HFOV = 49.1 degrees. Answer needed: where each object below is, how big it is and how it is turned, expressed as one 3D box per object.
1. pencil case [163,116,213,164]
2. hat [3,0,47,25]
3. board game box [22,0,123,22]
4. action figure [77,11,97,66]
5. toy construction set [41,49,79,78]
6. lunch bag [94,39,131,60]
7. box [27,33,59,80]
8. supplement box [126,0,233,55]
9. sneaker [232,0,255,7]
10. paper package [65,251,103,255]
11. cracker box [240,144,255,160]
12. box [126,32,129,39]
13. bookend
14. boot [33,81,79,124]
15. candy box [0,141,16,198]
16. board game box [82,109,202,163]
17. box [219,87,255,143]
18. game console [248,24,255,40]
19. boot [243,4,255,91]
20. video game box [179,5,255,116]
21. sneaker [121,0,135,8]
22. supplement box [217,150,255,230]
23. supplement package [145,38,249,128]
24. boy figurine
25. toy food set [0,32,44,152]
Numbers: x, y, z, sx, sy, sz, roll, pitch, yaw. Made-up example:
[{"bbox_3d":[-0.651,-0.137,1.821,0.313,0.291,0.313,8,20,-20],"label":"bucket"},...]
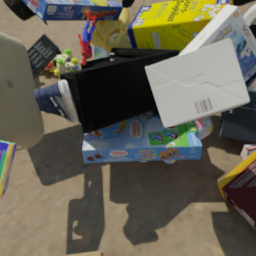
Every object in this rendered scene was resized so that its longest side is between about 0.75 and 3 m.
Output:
[{"bbox_3d":[1.682,0.243,8.503,2.018,0.839,0.915,-32,83,-29],"label":"pencil case"},{"bbox_3d":[-3.512,-4.114,8.922,0.882,2.188,2.188,-31,49,-4],"label":"hat"},{"bbox_3d":[-1.705,-3.727,7.835,1.896,0.483,2.801,46,40,18],"label":"board game box"},{"bbox_3d":[-1.069,-2.251,7.165,0.349,0.442,1.351,0,81,26],"label":"action figure"},{"bbox_3d":[-3.268,-2.545,11.318,2.687,1.238,1.762,5,43,-11],"label":"toy construction set"},{"bbox_3d":[-0.209,-2.529,10.817,2.200,1.769,0.907,5,26,7],"label":"lunch bag"},{"bbox_3d":[-2.855,-1.411,7.585,2.321,0.505,1.859,-48,18,-4],"label":"box"},{"bbox_3d":[1.510,-2.622,7.842,2.604,1.426,1.417,2,47,24],"label":"supplement box"},{"bbox_3d":[3.355,-3.939,8.253,0.977,0.409,0.590,-14,49,-3],"label":"sneaker"},{"bbox_3d":[-1.121,3.003,5.179,1.475,1.406,0.763,-5,43,-5],"label":"paper package"},{"bbox_3d":[4.077,1.146,7.819,1.115,0.480,1.665,-8,45,-6],"label":"cracker box"},{"bbox_3d":[-0.194,-3.376,12.458,1.997,0.504,2.793,6,48,6],"label":"box"},{"bbox_3d":[-0.608,-1.148,6.977,2.711,1.256,2.728,-20,25,-31],"label":"bookend"},{"bbox_3d":[-1.366,-0.427,5.447,0.617,1.366,0.497,-16,65,-7],"label":"boot"},{"bbox_3d":[-2.402,0.570,4.415,1.037,0.877,0.399,13,-2,-15],"label":"candy box"},{"bbox_3d":[0.306,-0.037,7.464,2.827,0.517,2.138,-3,41,0],"label":"board game box"},{"bbox_3d":[3.740,-0.491,8.734,1.512,1.091,2.037,11,29,15],"label":"box"},{"bbox_3d":[2.940,-1.565,6.895,1.043,1.768,0.213,35,7,3],"label":"game console"},{"bbox_3d":[3.345,-2.003,7.617,0.879,2.391,1.143,3,40,-8],"label":"boot"},{"bbox_3d":[2.038,-1.433,6.286,1.832,1.669,0.429,-47,32,7],"label":"video game box"},{"bbox_3d":[0.048,-4.192,8.390,0.407,1.136,0.470,6,34,-18],"label":"sneaker"},{"bbox_3d":[3.280,1.543,6.591,1.550,1.043,1.571,-41,52,-2],"label":"supplement box"},{"bbox_3d":[1.086,-0.680,4.747,1.307,1.005,1.367,-17,2,9],"label":"supplement package"},{"bbox_3d":[-0.724,-3.389,9.357,1.758,0.911,2.828,-29,60,19],"label":"boy figurine"},{"bbox_3d":[-2.723,-0.780,5.669,0.815,2.699,1.936,-13,1,12],"label":"toy food set"}]
